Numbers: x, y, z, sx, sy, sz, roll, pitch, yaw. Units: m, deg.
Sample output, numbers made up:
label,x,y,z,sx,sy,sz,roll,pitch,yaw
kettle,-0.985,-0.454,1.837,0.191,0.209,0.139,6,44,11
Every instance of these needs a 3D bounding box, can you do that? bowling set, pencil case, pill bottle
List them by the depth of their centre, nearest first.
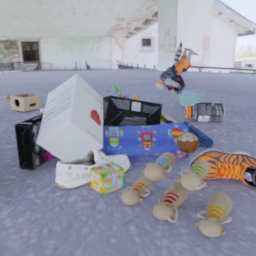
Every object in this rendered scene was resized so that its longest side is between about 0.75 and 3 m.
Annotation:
label,x,y,z,sx,sy,sz,roll,pitch,yaw
bowling set,0.974,1.068,6.161,2.569,1.788,1.379,5,18,29
pencil case,0.538,0.456,9.188,2.934,1.145,1.274,-2,-9,-3
pill bottle,3.758,-0.787,13.894,1.817,0.965,0.965,1,16,2

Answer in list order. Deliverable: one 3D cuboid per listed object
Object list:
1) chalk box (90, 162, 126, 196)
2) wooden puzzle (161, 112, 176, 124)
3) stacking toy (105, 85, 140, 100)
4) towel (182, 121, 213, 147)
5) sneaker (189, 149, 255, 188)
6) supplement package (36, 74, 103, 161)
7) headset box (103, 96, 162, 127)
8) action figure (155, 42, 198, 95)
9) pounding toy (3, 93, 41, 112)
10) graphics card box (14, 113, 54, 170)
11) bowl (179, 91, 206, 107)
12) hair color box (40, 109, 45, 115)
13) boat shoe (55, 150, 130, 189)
label,x,y,z,sx,sy,sz,roll,pitch,yaw
chalk box,-0.464,1.286,7.362,0.915,0.566,0.569,-14,21,-39
wooden puzzle,1.803,-0.047,11.252,1.554,0.360,1.439,39,3,-26
stacking toy,-0.249,-1.340,10.969,1.215,0.285,0.916,32,-16,-26
towel,2.643,0.241,10.917,0.925,0.402,1.656,30,10,-14
sneaker,2.803,1.104,7.536,2.142,0.831,1.200,-5,15,-16
supplement package,-1.702,-0.273,8.743,1.372,1.389,2.291,-29,41,22
headset box,-0.296,-0.466,10.977,2.115,1.067,2.845,7,-3,-24
action figure,1.312,-1.727,8.215,0.796,1.472,1.521,30,21,-24
pounding toy,-6.421,-1.451,16.301,1.985,0.908,1.744,10,19,31
graphics card box,-2.737,0.288,9.263,0.585,1.443,2.301,5,16,17
bowl,3.770,-1.680,16.872,1.675,0.876,1.675,9,8,-1
hair color box,-3.781,-0.692,14.305,1.377,0.440,0.764,1,17,-18
boat shoe,-0.905,1.010,7.869,2.323,0.805,0.823,-12,19,-38
